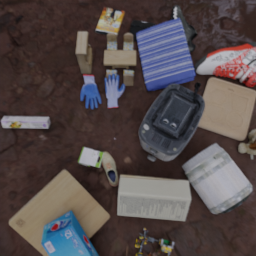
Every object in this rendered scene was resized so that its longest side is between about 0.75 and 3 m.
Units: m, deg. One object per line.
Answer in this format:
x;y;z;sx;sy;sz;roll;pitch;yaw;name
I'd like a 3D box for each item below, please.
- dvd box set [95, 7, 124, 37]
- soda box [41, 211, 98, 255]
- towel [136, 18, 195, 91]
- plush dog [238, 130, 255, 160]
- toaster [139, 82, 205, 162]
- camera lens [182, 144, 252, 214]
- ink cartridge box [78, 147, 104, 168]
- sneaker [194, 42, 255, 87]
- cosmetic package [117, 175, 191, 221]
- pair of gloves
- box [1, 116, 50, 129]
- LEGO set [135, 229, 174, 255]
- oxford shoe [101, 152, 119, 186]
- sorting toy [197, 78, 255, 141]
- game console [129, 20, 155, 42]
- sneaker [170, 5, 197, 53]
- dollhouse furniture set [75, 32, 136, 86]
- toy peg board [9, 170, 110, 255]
-0.790;-4.680;12.370;0.969;0.195;1.325;14;71;6;dvd box set
-1.332;3.974;8.077;0.943;0.996;2.938;-28;103;-8;soda box
1.473;-2.948;11.359;1.994;0.328;2.754;-14;73;16;towel
4.659;0.585;10.039;0.912;0.976;1.137;43;76;14;plush dog
1.509;-0.174;9.836;1.640;1.864;2.885;29;73;9;toaster
2.927;1.705;9.250;1.565;1.565;1.957;-31;74;-11;camera lens
-1.332;1.112;10.187;0.815;0.309;0.602;14;71;7;ink cartridge box
4.224;-2.310;11.081;2.968;0.991;1.591;-17;68;-9;sneaker
0.804;2.307;9.207;2.276;1.178;0.832;5;36;0;cosmetic package
-0.993;-1.388;10.750;1.727;0.197;1.388;0;111;1;pair of gloves
-3.868;-0.204;10.601;1.742;0.337;0.361;0;35;0;box
0.869;3.931;8.918;1.374;0.796;1.057;21;71;7;LEGO set
-0.638;1.411;10.001;0.465;0.485;1.315;-22;72;-8;oxford shoe
3.782;-0.735;10.881;1.949;0.384;2.106;19;76;7;sorting toy
0.613;-4.213;12.255;1.046;0.609;0.920;11;40;4;game console
2.364;-4.135;11.902;1.062;0.780;2.347;-2;74;-4;sneaker
-0.802;-2.883;11.027;2.237;1.486;1.961;1;70;0;dollhouse furniture set
-2.146;2.727;8.842;2.157;1.055;2.148;-44;107;-14;toy peg board
